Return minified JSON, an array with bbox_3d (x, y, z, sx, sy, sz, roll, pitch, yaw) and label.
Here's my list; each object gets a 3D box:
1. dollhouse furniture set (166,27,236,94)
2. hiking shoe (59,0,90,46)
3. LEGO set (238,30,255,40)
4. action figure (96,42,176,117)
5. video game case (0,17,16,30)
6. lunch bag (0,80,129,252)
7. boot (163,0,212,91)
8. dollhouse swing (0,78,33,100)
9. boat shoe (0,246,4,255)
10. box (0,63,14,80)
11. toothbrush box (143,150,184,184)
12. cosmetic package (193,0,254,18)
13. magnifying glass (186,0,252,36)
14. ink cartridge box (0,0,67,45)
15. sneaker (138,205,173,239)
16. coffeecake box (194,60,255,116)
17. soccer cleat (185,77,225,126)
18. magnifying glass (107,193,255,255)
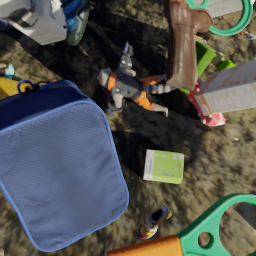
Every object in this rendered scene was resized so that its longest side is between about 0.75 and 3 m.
[{"bbox_3d":[1.948,-1.953,8.296,1.573,1.205,2.401,17,30,-31],"label":"dollhouse furniture set"},{"bbox_3d":[-1.134,-2.586,5.368,0.829,1.912,0.711,7,27,-11],"label":"hiking shoe"},{"bbox_3d":[3.193,-2.272,7.133,0.771,0.253,1.032,29,27,18],"label":"LEGO set"},{"bbox_3d":[0.191,-1.374,7.699,2.069,1.119,2.139,7,86,-15],"label":"action figure"},{"bbox_3d":[-4.069,-3.931,9.904,1.462,0.139,1.044,-11,61,-5],"label":"video game case"},{"bbox_3d":[-1.164,0.394,4.428,1.633,2.404,1.590,-21,26,-17],"label":"lunch bag"},{"bbox_3d":[0.892,-1.082,3.990,1.203,0.415,1.291,4,79,-45],"label":"boot"},{"bbox_3d":[-3.122,-0.103,7.392,1.686,1.631,1.856,10,32,-39],"label":"dollhouse swing"},{"bbox_3d":[-3.688,3.338,5.368,0.840,1.014,2.823,28,59,19],"label":"boat shoe"},{"bbox_3d":[-4.299,-1.696,8.524,1.446,0.355,0.595,6,61,4],"label":"box"},{"bbox_3d":[0.885,0.968,7.008,0.930,0.400,0.677,7,62,3],"label":"toothbrush box"},{"bbox_3d":[2.241,-4.427,7.382,1.864,2.261,1.865,1,55,48],"label":"cosmetic package"},{"bbox_3d":[1.324,-2.614,5.628,2.437,0.970,0.273,20,17,-4],"label":"magnifying glass"},{"bbox_3d":[-2.345,-3.209,6.420,0.944,2.254,1.635,-6,77,23],"label":"ink cartridge box"},{"bbox_3d":[0.410,1.650,4.930,0.808,0.364,0.303,-51,56,12],"label":"sneaker"},{"bbox_3d":[1.780,-0.665,4.397,0.891,1.161,0.424,-45,113,-37],"label":"coffeecake box"},{"bbox_3d":[2.166,-0.804,7.987,0.683,0.595,1.785,8,50,-31],"label":"soccer cleat"},{"bbox_3d":[1.101,1.806,4.475,2.882,0.323,1.147,-10,86,-8],"label":"magnifying glass"}]
